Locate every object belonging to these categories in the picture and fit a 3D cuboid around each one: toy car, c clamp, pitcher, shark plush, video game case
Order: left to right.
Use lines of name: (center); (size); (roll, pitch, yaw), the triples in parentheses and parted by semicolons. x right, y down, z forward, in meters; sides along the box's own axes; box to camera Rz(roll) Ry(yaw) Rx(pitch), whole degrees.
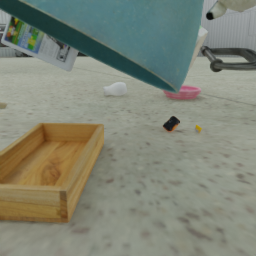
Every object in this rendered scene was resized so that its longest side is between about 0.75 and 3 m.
video game case: (-2.285, -3.361, 8.220); (2.473, 2.713, 0.298); (25, 9, 13)
pitcher: (-0.510, -1.575, 11.526); (0.886, 0.537, 0.760); (-9, 6, 8)
toy car: (1.294, 0.044, 6.765); (0.875, 0.429, 0.291); (24, -20, 19)
c clamp: (2.699, -2.024, 8.100); (2.216, 0.351, 2.594); (-1, 27, -2)
shark plush: (2.880, -3.548, 6.743); (2.778, 1.157, 1.262); (-22, 1, -30)

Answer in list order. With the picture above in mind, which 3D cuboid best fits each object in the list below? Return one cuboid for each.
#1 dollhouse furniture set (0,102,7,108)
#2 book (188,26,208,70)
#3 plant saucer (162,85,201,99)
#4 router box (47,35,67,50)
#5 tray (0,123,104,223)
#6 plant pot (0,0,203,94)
dollhouse furniture set: (-4.498, -1.022, 9.343); (0.926, 0.657, 0.733); (-1, 17, -5)
book: (0.835, -2.634, 7.434); (2.373, 1.585, 0.570); (42, 66, 13)
plant saucer: (2.111, -1.414, 11.124); (1.499, 0.380, 1.499); (1, 16, 0)
router box: (-1.779, -2.769, 7.040); (1.247, 0.980, 0.326); (41, -12, -9)
tray: (-1.269, 0.517, 4.575); (1.349, 0.506, 2.735); (2, 18, 4)
plant pot: (-0.245, -1.865, 3.304); (2.823, 1.901, 2.823); (26, 7, -3)
